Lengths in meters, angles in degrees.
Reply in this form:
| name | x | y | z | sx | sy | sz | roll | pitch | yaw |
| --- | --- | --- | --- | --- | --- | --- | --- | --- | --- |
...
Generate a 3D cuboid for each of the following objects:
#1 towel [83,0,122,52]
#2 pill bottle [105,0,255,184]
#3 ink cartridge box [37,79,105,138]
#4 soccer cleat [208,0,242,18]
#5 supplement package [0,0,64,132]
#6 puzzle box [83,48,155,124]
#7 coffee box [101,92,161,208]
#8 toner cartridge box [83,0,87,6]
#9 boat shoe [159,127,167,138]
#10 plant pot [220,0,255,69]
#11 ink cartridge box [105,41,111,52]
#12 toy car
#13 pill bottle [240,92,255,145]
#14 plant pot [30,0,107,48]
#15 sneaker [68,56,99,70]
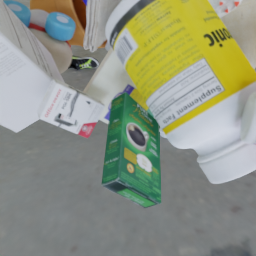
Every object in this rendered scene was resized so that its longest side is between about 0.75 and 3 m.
| name | x | y | z | sx | sy | sz | roll | pitch | yaw |
| --- | --- | --- | --- | --- | --- | --- | --- | --- | --- |
| towel | -0.352 | -2.039 | 4.809 | 0.263 | 1.012 | 1.527 | 22 | 42 | 7 |
| pill bottle | 0.997 | -0.678 | 4.247 | 1.584 | 1.584 | 2.846 | -27 | 84 | -34 |
| ink cartridge box | -1.031 | -0.339 | 5.066 | 0.979 | 0.718 | 0.406 | 24 | 10 | -28 |
| soccer cleat | 1.388 | -2.020 | 4.929 | 1.335 | 0.463 | 0.518 | -23 | 32 | 40 |
| supplement package | -2.612 | -1.288 | 5.628 | 1.598 | 2.636 | 1.579 | -30 | 66 | 4 |
| puzzle box | 0.243 | -1.065 | 5.825 | 1.661 | 2.497 | 0.317 | 28 | 21 | -25 |
| coffee box | 0.093 | 0.298 | 4.079 | 0.328 | 0.918 | 1.493 | -26 | 44 | 32 |
| toner cartridge box | -0.993 | -4.077 | 8.047 | 0.516 | 1.136 | 2.391 | -42 | 29 | -3 |
| boat shoe | 1.879 | -0.137 | 8.484 | 1.918 | 0.595 | 0.691 | -11 | 36 | -16 |
| plant pot | 2.864 | -2.742 | 7.972 | 2.407 | 2.203 | 2.407 | -17 | 18 | 6 |
| ink cartridge box | 0.475 | -3.338 | 8.558 | 1.549 | 0.913 | 2.691 | -5 | 57 | 38 |
| toy car | -2.696 | -2.593 | 7.748 | 2.065 | 2.152 | 2.334 | 5 | 47 | -27 |
| pill bottle | 1.884 | -0.024 | 3.139 | 1.079 | 0.606 | 0.606 | 11 | 36 | 10 |
| plant pot | -1.946 | -4.151 | 9.813 | 2.052 | 2.932 | 2.932 | -3 | 30 | 28 |
| sneaker | -2.114 | -2.832 | 12.698 | 1.557 | 0.558 | 0.645 | 6 | 60 | 10 |
